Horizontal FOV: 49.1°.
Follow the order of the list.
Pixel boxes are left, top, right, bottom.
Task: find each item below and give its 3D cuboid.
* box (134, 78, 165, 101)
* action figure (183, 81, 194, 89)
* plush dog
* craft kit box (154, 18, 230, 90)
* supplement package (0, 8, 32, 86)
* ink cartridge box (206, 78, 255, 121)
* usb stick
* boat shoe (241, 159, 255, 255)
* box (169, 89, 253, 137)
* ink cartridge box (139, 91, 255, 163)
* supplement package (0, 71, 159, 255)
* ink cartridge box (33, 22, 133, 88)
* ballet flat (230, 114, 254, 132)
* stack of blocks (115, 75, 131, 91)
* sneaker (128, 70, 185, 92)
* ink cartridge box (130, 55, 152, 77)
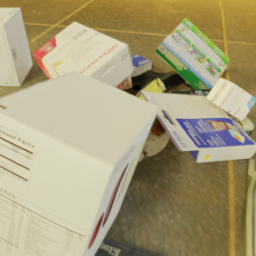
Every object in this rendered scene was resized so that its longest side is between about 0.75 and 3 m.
[{"bbox_3d":[0.598,-1.096,9.773,1.438,0.360,0.541,-37,26,19],"label":"box"},{"bbox_3d":[2.426,-2.012,11.486,0.644,0.553,1.083,-17,44,-31],"label":"action figure"},{"bbox_3d":[0.232,0.387,7.743,1.938,2.256,1.810,-17,75,-6],"label":"plush dog"},{"bbox_3d":[2.569,-2.804,10.850,2.546,0.618,2.514,42,53,-3],"label":"craft kit box"},{"bbox_3d":[-5.122,-3.298,11.468,1.423,2.566,1.999,1,39,1],"label":"supplement package"},{"bbox_3d":[2.640,-0.784,7.314,1.042,0.669,0.652,28,13,-21],"label":"ink cartridge box"},{"bbox_3d":[-0.522,2.648,5.843,2.625,0.428,0.728,12,35,16],"label":"usb stick"},{"bbox_3d":[3.158,1.813,6.329,1.017,1.111,2.972,9,39,21],"label":"boat shoe"},{"bbox_3d":[2.491,-0.419,8.820,2.022,0.506,2.037,-7,48,-13],"label":"box"},{"bbox_3d":[1.681,-0.084,7.207,2.372,0.557,2.344,-2,40,-24],"label":"ink cartridge box"},{"bbox_3d":[-1.073,0.805,5.386,2.086,2.837,2.713,24,27,9],"label":"supplement package"},{"bbox_3d":[-1.529,-2.237,9.481,2.047,1.187,2.774,-43,56,-18],"label":"ink cartridge box"},{"bbox_3d":[3.170,-0.315,8.105,0.370,0.401,1.188,-20,37,0],"label":"ballet flat"},{"bbox_3d":[-0.464,-2.239,11.078,0.959,0.488,1.666,-15,56,11],"label":"stack of blocks"},{"bbox_3d":[1.098,-1.953,11.087,2.299,0.690,1.199,-24,46,-4],"label":"sneaker"},{"bbox_3d":[-0.054,-2.576,12.254,2.109,0.466,0.992,-29,48,-31],"label":"ink cartridge box"}]
